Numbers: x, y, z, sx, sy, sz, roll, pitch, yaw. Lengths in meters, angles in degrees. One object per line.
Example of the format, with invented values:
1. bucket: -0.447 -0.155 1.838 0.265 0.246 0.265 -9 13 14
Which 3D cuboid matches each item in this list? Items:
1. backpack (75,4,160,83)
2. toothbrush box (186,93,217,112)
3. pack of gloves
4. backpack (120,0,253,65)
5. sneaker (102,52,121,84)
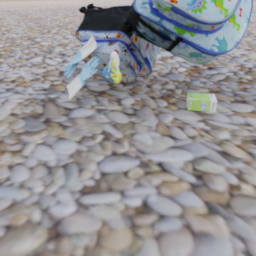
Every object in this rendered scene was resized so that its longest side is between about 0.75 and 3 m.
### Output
1. backpack: -0.229 -2.905 10.210 2.961 2.281 2.820 20 -4 36
2. toothbrush box: 2.268 -0.803 8.705 0.849 0.365 0.618 2 29 6
3. pack of gloves: -1.627 -1.989 9.103 0.344 1.743 1.464 19 43 -42
4. backpack: 1.699 -3.126 7.130 2.859 2.617 2.101 28 -9 -11
5. sneaker: -0.390 -1.284 6.042 0.401 0.763 0.289 4 43 12
